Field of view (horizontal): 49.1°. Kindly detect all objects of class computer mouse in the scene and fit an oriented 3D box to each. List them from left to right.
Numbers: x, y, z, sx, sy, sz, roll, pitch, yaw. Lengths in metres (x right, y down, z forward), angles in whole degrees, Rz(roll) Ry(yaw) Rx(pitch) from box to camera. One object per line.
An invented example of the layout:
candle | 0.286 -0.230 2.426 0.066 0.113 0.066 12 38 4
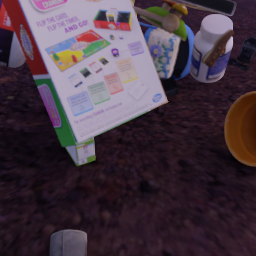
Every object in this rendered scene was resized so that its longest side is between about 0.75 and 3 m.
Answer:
computer mouse | 3.553 -2.271 8.495 0.678 0.980 0.258 29 15 12

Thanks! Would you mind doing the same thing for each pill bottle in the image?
pill bottle | -3.371 -2.407 6.644 2.865 1.611 1.611 10 28 -22
pill bottle | 2.530 -2.380 8.507 1.122 1.875 1.122 -2 59 3

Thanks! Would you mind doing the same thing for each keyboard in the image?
keyboard | 1.481 -1.972 11.386 1.543 0.330 2.569 -18 35 8

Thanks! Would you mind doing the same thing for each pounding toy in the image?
pounding toy | 1.255 -3.648 8.880 1.704 1.025 2.208 34 20 14

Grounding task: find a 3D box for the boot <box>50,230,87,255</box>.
boot | -1.281 2.381 4.709 1.250 0.499 1.374 6 37 -17

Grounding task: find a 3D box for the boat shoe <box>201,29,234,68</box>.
boat shoe | 2.194 -1.877 6.692 0.331 0.979 0.352 45 27 17

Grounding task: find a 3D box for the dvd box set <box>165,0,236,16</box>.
dvd box set | 1.423 -3.337 7.152 1.635 0.329 2.235 6 25 -22

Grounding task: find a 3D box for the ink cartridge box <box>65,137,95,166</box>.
ink cartridge box | -1.357 0.094 7.390 0.554 1.462 1.080 -17 36 -25

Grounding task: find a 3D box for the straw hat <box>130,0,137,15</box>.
straw hat | -0.229 -3.893 9.198 0.948 2.241 2.241 -14 31 9

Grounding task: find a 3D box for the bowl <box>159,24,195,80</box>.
bowl | 1.879 -3.193 11.706 0.478 2.435 2.435 -9 32 -32

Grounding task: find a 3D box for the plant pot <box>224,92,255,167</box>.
plant pot | 3.842 0.050 7.344 1.708 1.865 1.865 2 29 -26

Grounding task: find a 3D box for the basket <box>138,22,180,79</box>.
basket | 0.482 -2.101 7.622 1.659 1.463 1.154 16 33 16

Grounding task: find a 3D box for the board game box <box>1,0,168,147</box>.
board game box | -0.537 -1.142 4.004 1.786 2.334 0.471 -25 8 -36
